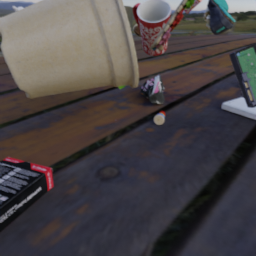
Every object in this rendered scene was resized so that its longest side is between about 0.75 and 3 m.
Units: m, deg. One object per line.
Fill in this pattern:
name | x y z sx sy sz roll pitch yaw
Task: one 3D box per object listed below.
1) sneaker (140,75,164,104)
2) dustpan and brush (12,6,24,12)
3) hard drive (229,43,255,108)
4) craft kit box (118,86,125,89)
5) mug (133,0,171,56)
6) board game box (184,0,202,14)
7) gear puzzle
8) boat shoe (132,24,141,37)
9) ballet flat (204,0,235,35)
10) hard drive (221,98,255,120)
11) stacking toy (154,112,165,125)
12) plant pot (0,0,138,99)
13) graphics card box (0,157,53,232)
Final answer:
sneaker | 0.997 -1.524 12.014 0.968 0.900 2.241 -15 19 16
dustpan and brush | -2.863 -3.582 9.304 1.624 0.666 2.327 22 -2 25
hard drive | 3.580 -1.471 6.598 2.025 1.415 0.383 -23 5 -1
craft kit box | -0.964 -2.860 8.975 0.622 2.533 2.565 -34 41 19
mug | 1.004 -4.070 11.219 1.273 1.908 1.694 -15 61 -1
board game box | 2.625 -4.894 10.811 0.684 0.209 0.903 -53 13 -18
gear puzzle | 1.680 -3.621 8.777 0.372 2.843 1.473 34 5 -7
boat shoe | 0.879 -4.475 13.257 1.482 0.547 0.548 7 25 -42
ballet flat | 2.808 -3.646 9.008 0.861 0.861 2.356 3 42 6
hard drive | 4.751 -0.669 10.493 1.324 0.268 2.007 -16 28 -32
stacking toy | 1.130 -0.391 9.816 0.359 0.359 0.841 6 20 12
plant pot | -1.356 -1.866 6.294 2.466 2.694 2.694 -17 26 -5
graphics card box | -2.644 1.364 5.547 1.310 0.531 2.088 10 25 21
